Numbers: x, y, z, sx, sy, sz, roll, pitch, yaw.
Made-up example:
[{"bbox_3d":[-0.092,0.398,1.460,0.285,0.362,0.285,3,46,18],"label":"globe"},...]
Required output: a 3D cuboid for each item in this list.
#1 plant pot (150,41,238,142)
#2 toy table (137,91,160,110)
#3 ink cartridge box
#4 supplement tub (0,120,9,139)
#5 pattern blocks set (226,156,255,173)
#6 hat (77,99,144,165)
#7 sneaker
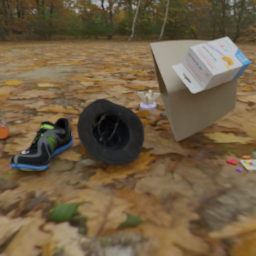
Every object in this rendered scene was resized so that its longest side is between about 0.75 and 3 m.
[{"bbox_3d":[2.184,-1.407,9.150,2.171,2.453,2.450,-15,48,4],"label":"plant pot"},{"bbox_3d":[0.960,-1.326,13.219,1.061,0.676,1.154,1,21,2],"label":"toy table"},{"bbox_3d":[2.169,-1.662,7.334,1.782,0.605,1.026,-22,66,-26],"label":"ink cartridge box"},{"bbox_3d":[-4.575,0.039,9.891,0.564,0.564,0.920,-16,26,-36],"label":"supplement tub"},{"bbox_3d":[3.575,1.057,7.937,1.257,0.102,1.105,-6,22,-16],"label":"pattern blocks set"},{"bbox_3d":[-0.574,0.215,7.944,2.010,2.010,0.811,-14,-13,-32],"label":"hat"},{"bbox_3d":[-2.491,0.417,8.148,0.968,1.131,2.730,5,22,16],"label":"sneaker"}]
